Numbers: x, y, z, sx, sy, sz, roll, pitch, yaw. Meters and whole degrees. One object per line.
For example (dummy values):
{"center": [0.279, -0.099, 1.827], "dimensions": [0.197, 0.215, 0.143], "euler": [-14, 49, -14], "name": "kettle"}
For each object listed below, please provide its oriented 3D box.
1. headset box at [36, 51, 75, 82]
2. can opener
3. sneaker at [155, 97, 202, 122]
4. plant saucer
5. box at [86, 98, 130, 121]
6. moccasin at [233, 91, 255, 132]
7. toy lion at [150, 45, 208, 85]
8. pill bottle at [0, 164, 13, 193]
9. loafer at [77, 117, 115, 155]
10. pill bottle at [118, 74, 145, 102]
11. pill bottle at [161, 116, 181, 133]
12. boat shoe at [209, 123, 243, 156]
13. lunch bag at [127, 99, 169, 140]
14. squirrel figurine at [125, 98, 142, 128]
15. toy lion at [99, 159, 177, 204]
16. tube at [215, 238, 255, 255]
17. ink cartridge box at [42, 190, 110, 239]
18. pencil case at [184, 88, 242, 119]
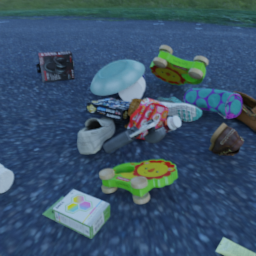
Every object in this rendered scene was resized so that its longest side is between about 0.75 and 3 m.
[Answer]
{"center": [-3.576, -2.994, 13.698], "dimensions": [1.739, 1.294, 0.672], "euler": [-9, 29, -17], "name": "headset box"}
{"center": [0.140, 0.338, 7.498], "dimensions": [1.996, 0.667, 0.532], "euler": [-31, 0, 43], "name": "can opener"}
{"center": [1.727, -0.781, 10.013], "dimensions": [1.848, 0.717, 0.843], "euler": [11, 41, 17], "name": "sneaker"}
{"center": [-0.522, -2.189, 11.277], "dimensions": [2.378, 0.458, 2.378], "euler": [-16, 36, 12], "name": "plant saucer"}
{"center": [-0.444, -0.688, 9.926], "dimensions": [1.382, 0.400, 1.738], "euler": [15, 16, 22], "name": "box"}
{"center": [4.495, -0.490, 9.329], "dimensions": [1.019, 1.075, 2.786], "euler": [-11, 31, -16], "name": "moccasin"}
{"center": [2.105, -2.463, 12.202], "dimensions": [2.449, 2.348, 0.841], "euler": [21, 79, 16], "name": "toy lion"}
{"center": [-3.472, 1.112, 6.819], "dimensions": [1.247, 0.683, 0.683], "euler": [16, 32, 21], "name": "pill bottle"}
{"center": [-0.934, 0.039, 8.552], "dimensions": [0.778, 0.776, 2.224], "euler": [-5, 20, 14], "name": "loafer"}
{"center": [0.120, -1.914, 11.812], "dimensions": [1.209, 1.209, 2.090], "euler": [1, 29, 1], "name": "pill bottle"}
{"center": [1.280, -0.095, 8.948], "dimensions": [0.769, 0.439, 0.439], "euler": [-24, 5, 46], "name": "pill bottle"}
{"center": [2.588, 0.450, 7.395], "dimensions": [0.716, 0.717, 2.037], "euler": [38, 4, 19], "name": "boat shoe"}
{"center": [0.546, -0.262, 8.513], "dimensions": [1.114, 1.264, 0.518], "euler": [11, 24, -41], "name": "lunch bag"}
{"center": [0.254, -0.393, 9.205], "dimensions": [0.757, 1.069, 0.998], "euler": [9, 52, 43], "name": "squirrel figurine"}
{"center": [0.321, 1.130, 6.729], "dimensions": [1.560, 0.536, 1.496], "euler": [6, 23, 39], "name": "toy lion"}
{"center": [2.143, 2.345, 5.086], "dimensions": [0.999, 0.259, 0.290], "euler": [17, -6, 34], "name": "tube"}
{"center": [-1.125, 1.748, 5.982], "dimensions": [1.325, 0.393, 0.688], "euler": [15, 32, 25], "name": "ink cartridge box"}
{"center": [2.951, -0.904, 9.991], "dimensions": [0.853, 0.926, 2.004], "euler": [27, -4, -37], "name": "pencil case"}
